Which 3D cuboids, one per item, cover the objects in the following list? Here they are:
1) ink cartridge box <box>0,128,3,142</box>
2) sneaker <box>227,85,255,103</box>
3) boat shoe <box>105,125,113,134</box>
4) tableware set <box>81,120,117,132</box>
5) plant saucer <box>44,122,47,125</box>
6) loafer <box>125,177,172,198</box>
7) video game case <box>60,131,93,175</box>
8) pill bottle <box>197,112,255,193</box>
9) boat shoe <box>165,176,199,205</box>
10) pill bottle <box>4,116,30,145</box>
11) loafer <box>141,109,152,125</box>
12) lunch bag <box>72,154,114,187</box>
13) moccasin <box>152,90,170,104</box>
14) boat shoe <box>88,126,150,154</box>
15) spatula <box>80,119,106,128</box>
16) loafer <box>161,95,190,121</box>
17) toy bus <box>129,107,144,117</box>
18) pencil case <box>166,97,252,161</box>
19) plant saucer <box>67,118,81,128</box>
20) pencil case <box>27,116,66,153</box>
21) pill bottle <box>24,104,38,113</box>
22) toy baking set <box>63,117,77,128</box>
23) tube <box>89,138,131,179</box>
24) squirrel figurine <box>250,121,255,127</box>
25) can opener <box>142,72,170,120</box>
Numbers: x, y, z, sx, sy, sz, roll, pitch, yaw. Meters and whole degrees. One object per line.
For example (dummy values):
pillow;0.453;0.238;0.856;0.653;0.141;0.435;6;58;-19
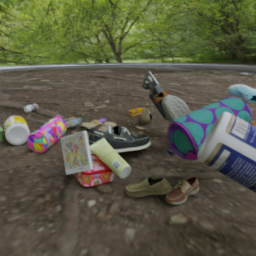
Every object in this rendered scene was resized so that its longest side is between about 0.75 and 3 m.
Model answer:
ink cartridge box;-6.452;0.231;12.500;1.309;0.747;2.521;-12;22;-33
sneaker;3.827;-1.077;9.089;1.182;0.437;0.484;14;39;16
boat shoe;-0.675;0.307;10.361;0.341;0.307;0.965;-33;36;27
tableware set;-1.451;-0.110;14.274;1.444;0.201;1.729;13;17;16
plant saucer;-4.106;-0.245;14.927;0.754;0.145;0.754;0;18;0
loafer;0.553;1.695;8.213;1.414;0.477;0.538;-10;14;17
video game case;-1.018;0.496;5.473;0.685;0.752;0.086;-16;-9;34
pill bottle;2.772;0.707;6.045;2.251;1.250;1.250;30;25;10
boat shoe;1.575;1.783;8.199;0.535;0.507;1.412;17;24;41
pill bottle;-5.055;0.054;12.660;0.993;0.993;1.818;-8;20;-23
loafer;1.069;-0.596;15.370;0.532;0.600;1.578;5;29;12
lunch bag;-1.128;1.374;9.368;1.331;0.619;1.512;-5;17;-30
moccasin;1.419;-1.380;11.867;0.989;0.382;0.362;-24;56;-32
boat shoe;-0.220;0.410;10.777;2.996;1.013;1.076;-1;3;-43
spatula;-1.886;-0.239;14.877;1.570;0.161;0.444;-17;24;-40
loafer;2.222;-0.341;11.867;0.996;2.855;0.998;9;61;52
toy bus;0.525;-0.939;16.590;1.037;0.406;0.338;-16;22;-39
pencil case;2.523;-0.013;8.589;2.901;1.341;1.235;-23;-5;-32
plant saucer;-2.829;-0.201;14.442;0.964;0.186;0.964;-18;23;8
pencil case;-3.444;0.242;12.103;1.009;1.009;2.282;2;20;6
pill bottle;-6.026;-1.209;17.358;0.447;0.447;0.771;12;23;33
toy baking set;-3.349;-0.168;14.365;1.302;0.197;1.696;-4;20;6
tube;-0.579;0.916;8.864;0.510;0.457;1.759;11;20;-47
squirrel figurine;5.042;-0.033;12.543;1.312;1.225;0.929;-6;19;-18
can opener;1.615;-1.629;13.823;1.000;0.798;2.992;0;47;-36
